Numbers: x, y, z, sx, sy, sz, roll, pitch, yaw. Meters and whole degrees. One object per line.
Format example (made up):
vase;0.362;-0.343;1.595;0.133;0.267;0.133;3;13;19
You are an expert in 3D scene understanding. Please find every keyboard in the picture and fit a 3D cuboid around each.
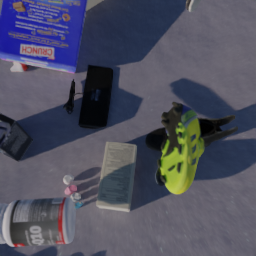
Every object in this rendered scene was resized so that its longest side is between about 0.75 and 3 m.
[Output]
keyboard;-1.244;-1.020;8.756;1.373;0.223;2.161;8;68;-4

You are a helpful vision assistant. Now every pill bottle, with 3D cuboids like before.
pill bottle;-1.933;1.911;5.686;1.583;0.902;0.902;-3;69;-1

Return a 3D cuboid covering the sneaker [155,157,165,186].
sneaker;0.986;1.123;7.801;0.356;0.405;0.956;11;69;5

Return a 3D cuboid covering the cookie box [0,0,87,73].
cookie box;-2.546;-3.287;8.536;2.364;1.038;2.763;10;88;-9

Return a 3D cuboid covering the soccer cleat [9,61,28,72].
soccer cleat;-3.686;-2.427;9.188;0.571;0.460;1.340;-15;74;-10

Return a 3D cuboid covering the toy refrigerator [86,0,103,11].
toy refrigerator;-1.123;-5.362;10.025;2.928;1.025;1.112;-38;74;-13

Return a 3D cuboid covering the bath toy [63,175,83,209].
bath toy;-1.530;1.733;7.600;0.402;0.342;0.925;-20;71;-8

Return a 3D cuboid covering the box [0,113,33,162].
box;-3.451;0.182;7.598;1.087;1.465;0.784;24;70;9

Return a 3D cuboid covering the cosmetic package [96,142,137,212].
cosmetic package;-0.277;1.313;7.542;0.885;0.747;1.713;8;68;3

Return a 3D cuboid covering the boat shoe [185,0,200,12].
boat shoe;1.689;-3.624;6.872;0.448;0.549;1.485;24;102;18

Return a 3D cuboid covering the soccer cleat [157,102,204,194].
soccer cleat;0.874;0.263;4.114;0.759;0.587;1.815;32;34;-14

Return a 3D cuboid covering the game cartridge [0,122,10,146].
game cartridge;-3.325;0.508;5.563;1.201;0.356;1.853;12;50;2

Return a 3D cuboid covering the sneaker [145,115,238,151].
sneaker;1.677;0.122;7.754;2.342;1.221;0.703;-2;68;-1
